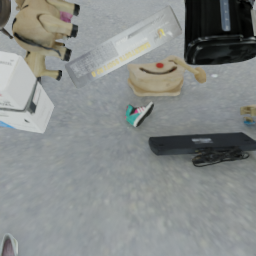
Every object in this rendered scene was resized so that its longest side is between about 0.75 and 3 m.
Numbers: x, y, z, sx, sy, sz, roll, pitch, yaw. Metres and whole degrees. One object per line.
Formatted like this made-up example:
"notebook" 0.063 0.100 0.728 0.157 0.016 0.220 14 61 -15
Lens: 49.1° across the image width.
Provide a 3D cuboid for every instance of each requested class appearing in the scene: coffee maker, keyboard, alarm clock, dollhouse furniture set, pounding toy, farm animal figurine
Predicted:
"coffee maker" 1.838 -2.852 6.567 2.478 1.738 2.580 -4 80 27
"keyboard" 1.856 0.573 6.894 2.597 0.515 1.351 -3 18 -2
"alarm clock" -3.455 -2.976 6.089 1.498 2.221 0.739 -22 18 -28
"dollhouse furniture set" 3.729 -0.198 7.583 0.769 0.773 1.097 -10 12 -13
"pounding toy" 1.188 -1.938 8.924 2.410 1.383 1.378 -1 45 -2
"farm animal figurine" -1.877 -2.256 5.978 1.370 2.201 2.725 11 -8 -19

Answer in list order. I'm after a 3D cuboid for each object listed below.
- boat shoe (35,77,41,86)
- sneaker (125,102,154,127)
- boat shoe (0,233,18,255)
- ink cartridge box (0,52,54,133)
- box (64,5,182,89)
"boat shoe" -3.256 -1.797 9.288 0.853 0.697 2.310 1 41 2
"sneaker" 0.256 -0.494 8.015 0.628 0.435 1.040 30 49 17
"boat shoe" -2.076 2.308 4.829 0.353 0.307 0.958 -9 42 -10
"ink cartridge box" -1.532 -0.416 3.448 0.820 1.135 0.478 9 67 9
"box" -0.007 -1.679 5.767 2.221 0.537 1.759 -25 15 16
